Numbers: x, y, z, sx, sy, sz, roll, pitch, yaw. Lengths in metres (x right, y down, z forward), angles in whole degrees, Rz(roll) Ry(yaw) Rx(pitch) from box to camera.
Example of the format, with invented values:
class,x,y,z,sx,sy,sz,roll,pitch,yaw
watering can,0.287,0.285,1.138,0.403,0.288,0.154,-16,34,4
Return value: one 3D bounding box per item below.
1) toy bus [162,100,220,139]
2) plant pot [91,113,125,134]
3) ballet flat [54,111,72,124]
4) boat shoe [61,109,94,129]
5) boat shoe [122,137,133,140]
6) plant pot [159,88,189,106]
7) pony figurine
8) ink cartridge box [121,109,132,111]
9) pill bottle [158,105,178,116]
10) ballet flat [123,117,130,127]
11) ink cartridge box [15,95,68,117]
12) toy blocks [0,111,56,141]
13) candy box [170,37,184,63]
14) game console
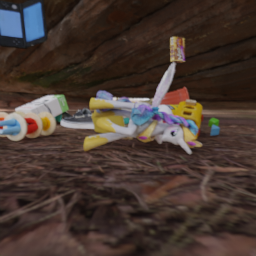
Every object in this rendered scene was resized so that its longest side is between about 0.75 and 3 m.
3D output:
class,x,y,z,sx,sy,sz,roll,pitch,yaw
toy bus,2.017,-0.447,9.262,1.719,0.941,1.822,-17,37,-21
plant pot,-0.786,-0.309,10.600,1.129,1.103,1.096,-11,6,-5
ballet flat,-3.807,-0.632,16.111,0.869,0.864,2.541,8,10,-31
boat shoe,-1.997,-0.434,12.676,2.643,0.896,0.948,3,6,35
boat shoe,-0.131,0.207,8.875,0.257,0.284,0.797,-2,7,-31
plant pot,3.072,-1.586,19.919,2.220,2.282,2.282,-8,5,3
pony figurine,0.397,-0.296,7.093,2.655,2.211,2.563,4,37,3
ink cartridge box,-0.252,-0.782,16.973,1.454,0.842,2.503,3,5,31
pill bottle,1.557,-0.331,10.510,1.917,1.074,1.074,-4,6,-35
ballet flat,-0.105,-0.249,12.652,1.881,0.711,0.601,3,-20,45
ink cartridge box,-4.516,-0.952,14.737,1.561,0.902,2.146,4,27,40
toy blocks,-3.733,-0.073,8.836,1.943,0.846,2.331,2,5,17
candy box,2.308,-3.649,13.136,0.646,1.108,0.313,-2,1,-31
game console,-3.315,-3.300,8.609,1.309,1.489,0.866,-4,-8,-35
